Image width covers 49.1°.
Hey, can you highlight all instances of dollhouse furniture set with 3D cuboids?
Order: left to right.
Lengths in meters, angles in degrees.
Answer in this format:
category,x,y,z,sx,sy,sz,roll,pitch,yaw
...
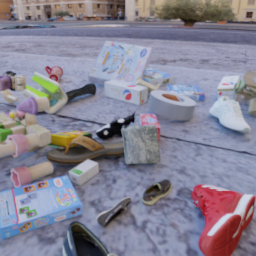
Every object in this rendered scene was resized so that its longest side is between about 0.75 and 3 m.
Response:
category,x,y,z,sx,sy,sz,roll,pitch,yaw
dollhouse furniture set,5.195,-1.277,12.505,1.096,1.743,1.971,17,-13,4

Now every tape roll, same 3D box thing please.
category,x,y,z,sx,sy,sz,roll,pitch,yaw
tape roll,1.847,-0.994,11.991,1.987,0.656,1.987,11,22,-5

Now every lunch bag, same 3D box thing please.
category,x,y,z,sx,sy,sz,roll,pitch,yaw
lunch bag,0.352,0.496,8.582,1.034,1.232,0.859,-7,6,-11

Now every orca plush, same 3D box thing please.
category,x,y,z,sx,sy,sz,roll,pitch,yaw
orca plush,-0.323,0.084,10.540,1.839,0.654,0.967,-24,-10,-46

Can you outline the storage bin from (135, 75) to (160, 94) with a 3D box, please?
category,x,y,z,sx,sy,sz,roll,pitch,yaw
storage bin,0.923,-2.170,14.162,1.098,0.515,1.090,24,-6,-8

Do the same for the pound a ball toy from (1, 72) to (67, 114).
category,x,y,z,sx,sy,sz,roll,pitch,yaw
pound a ball toy,-4.365,-1.406,13.046,1.912,1.246,2.933,-43,43,-21

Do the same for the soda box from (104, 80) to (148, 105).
category,x,y,z,sx,sy,sz,roll,pitch,yaw
soda box,-0.130,-1.799,13.991,2.263,0.771,0.720,18,31,33

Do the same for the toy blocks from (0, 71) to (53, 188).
category,x,y,z,sx,sy,sz,roll,pitch,yaw
toy blocks,-3.744,0.086,7.694,2.590,2.771,2.333,23,28,40

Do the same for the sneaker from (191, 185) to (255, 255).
category,x,y,z,sx,sy,sz,roll,pitch,yaw
sneaker,1.811,1.983,6.218,1.337,0.907,2.314,11,14,40

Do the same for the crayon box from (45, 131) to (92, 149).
category,x,y,z,sx,sy,sz,roll,pitch,yaw
crayon box,-1.991,0.379,9.388,0.892,0.357,1.405,7,11,34

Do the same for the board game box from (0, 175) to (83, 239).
category,x,y,z,sx,sy,sz,roll,pitch,yaw
board game box,-2.194,1.843,6.855,1.824,0.334,1.379,-12,28,-23

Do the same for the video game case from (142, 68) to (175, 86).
category,x,y,z,sx,sy,sz,roll,pitch,yaw
video game case,1.300,-3.021,16.865,2.036,0.511,2.246,-18,31,-31

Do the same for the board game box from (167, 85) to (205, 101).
category,x,y,z,sx,sy,sz,roll,pitch,yaw
board game box,2.943,-1.830,14.519,1.667,0.363,1.676,-1,26,1

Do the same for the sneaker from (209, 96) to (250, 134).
category,x,y,z,sx,sy,sz,roll,pitch,yaw
sneaker,4.025,-0.569,11.026,0.843,0.960,2.396,16,22,-21

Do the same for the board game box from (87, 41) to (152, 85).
category,x,y,z,sx,sy,sz,roll,pitch,yaw
board game box,-0.401,-3.580,15.963,2.909,0.600,2.916,14,62,15

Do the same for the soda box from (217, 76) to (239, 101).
category,x,y,z,sx,sy,sz,roll,pitch,yaw
soda box,5.121,-1.978,14.223,0.831,0.777,2.440,1,24,27

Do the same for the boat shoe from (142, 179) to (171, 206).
category,x,y,z,sx,sy,sz,roll,pitch,yaw
boat shoe,0.784,1.609,7.316,0.410,0.363,1.121,19,32,33

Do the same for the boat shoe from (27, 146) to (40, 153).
category,x,y,z,sx,sy,sz,roll,pitch,yaw
boat shoe,-3.153,0.464,9.594,0.482,0.437,1.354,12,15,8

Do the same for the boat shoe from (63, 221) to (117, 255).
category,x,y,z,sx,sy,sz,roll,pitch,yaw
boat shoe,-0.515,2.525,5.003,0.814,0.672,2.174,-10,29,-31

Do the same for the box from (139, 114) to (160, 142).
category,x,y,z,sx,sy,sz,roll,pitch,yaw
box,0.773,0.017,10.296,0.621,0.649,1.302,0,24,-3

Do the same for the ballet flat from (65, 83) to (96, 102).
category,x,y,z,sx,sy,sz,roll,pitch,yaw
ballet flat,-2.505,-1.617,13.993,2.324,0.660,0.772,-28,30,-33

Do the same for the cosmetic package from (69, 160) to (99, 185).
category,x,y,z,sx,sy,sz,roll,pitch,yaw
cosmetic package,-1.264,1.271,8.060,0.431,0.339,0.800,15,31,31

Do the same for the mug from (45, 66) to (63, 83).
category,x,y,z,sx,sy,sz,roll,pitch,yaw
mug,-4.524,-3.183,16.886,1.068,0.802,1.203,9,29,-11

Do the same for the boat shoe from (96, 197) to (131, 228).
category,x,y,z,sx,sy,sz,roll,pitch,yaw
boat shoe,-0.276,2.000,6.594,1.013,0.339,0.289,-25,47,-33

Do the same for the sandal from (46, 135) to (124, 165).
category,x,y,z,sx,sy,sz,roll,pitch,yaw
sandal,-1.155,0.568,8.817,2.772,0.757,1.133,-7,15,-15
